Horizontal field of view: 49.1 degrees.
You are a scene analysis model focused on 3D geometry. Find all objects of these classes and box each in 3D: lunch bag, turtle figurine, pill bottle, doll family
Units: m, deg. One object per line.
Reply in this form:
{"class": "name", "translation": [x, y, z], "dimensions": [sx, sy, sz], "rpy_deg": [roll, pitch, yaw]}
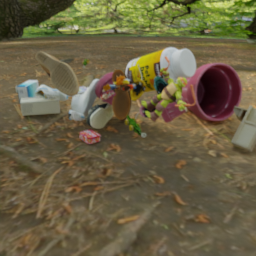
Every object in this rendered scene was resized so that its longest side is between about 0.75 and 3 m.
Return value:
{"class": "lunch bag", "translation": [-1.521, 0.350, 11.445], "dimensions": [0.722, 0.336, 0.820], "rpy_deg": [-14, 28, -39]}
{"class": "turtle figurine", "translation": [1.244, -1.126, 8.984], "dimensions": [0.702, 1.757, 2.179], "rpy_deg": [18, 39, -47]}
{"class": "pill bottle", "translation": [1.381, -2.488, 12.157], "dimensions": [2.934, 1.603, 1.603], "rpy_deg": [-5, 14, 46]}
{"class": "doll family", "translation": [-0.424, -1.376, 9.313], "dimensions": [1.331, 0.600, 0.826], "rpy_deg": [-19, 6, 22]}

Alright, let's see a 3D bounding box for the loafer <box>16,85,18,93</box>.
{"class": "loafer", "translation": [-6.915, -2.451, 17.610], "dimensions": [0.336, 0.335, 0.961], "rpy_deg": [-13, 27, -26]}

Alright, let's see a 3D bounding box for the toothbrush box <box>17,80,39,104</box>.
{"class": "toothbrush box", "translation": [-5.586, -2.016, 15.794], "dimensions": [0.603, 1.036, 1.415], "rpy_deg": [4, 25, 8]}

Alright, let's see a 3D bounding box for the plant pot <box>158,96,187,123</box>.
{"class": "plant pot", "translation": [1.578, -0.715, 9.823], "dimensions": [0.808, 0.902, 0.902], "rpy_deg": [-18, 19, 20]}

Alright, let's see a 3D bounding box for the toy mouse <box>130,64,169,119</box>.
{"class": "toy mouse", "translation": [1.055, -1.163, 11.121], "dimensions": [2.044, 2.300, 0.445], "rpy_deg": [17, 2, 19]}

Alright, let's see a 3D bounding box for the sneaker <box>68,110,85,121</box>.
{"class": "sneaker", "translation": [-2.164, -0.513, 11.984], "dimensions": [0.499, 0.432, 1.152], "rpy_deg": [6, -1, 13]}

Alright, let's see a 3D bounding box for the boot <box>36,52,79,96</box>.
{"class": "boot", "translation": [-2.486, -1.949, 11.568], "dimensions": [2.651, 0.959, 2.205], "rpy_deg": [46, 1, 23]}

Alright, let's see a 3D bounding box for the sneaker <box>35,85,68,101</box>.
{"class": "sneaker", "translation": [-3.706, -1.585, 13.604], "dimensions": [1.603, 0.613, 0.647], "rpy_deg": [14, 39, 11]}

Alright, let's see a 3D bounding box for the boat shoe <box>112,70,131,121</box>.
{"class": "boat shoe", "translation": [-0.243, -1.334, 11.918], "dimensions": [0.791, 2.246, 0.790], "rpy_deg": [-4, -18, 10]}

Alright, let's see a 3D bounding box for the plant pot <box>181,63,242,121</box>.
{"class": "plant pot", "translation": [3.666, -1.731, 13.666], "dimensions": [2.675, 2.675, 2.395], "rpy_deg": [-10, 11, -22]}

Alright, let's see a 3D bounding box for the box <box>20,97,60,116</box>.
{"class": "box", "translation": [-4.395, -1.116, 14.065], "dimensions": [1.829, 0.752, 0.625], "rpy_deg": [-4, 30, -15]}

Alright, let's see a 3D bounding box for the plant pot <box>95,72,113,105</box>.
{"class": "plant pot", "translation": [-0.566, -1.618, 12.999], "dimensions": [1.483, 1.483, 1.327], "rpy_deg": [-20, 53, -37]}

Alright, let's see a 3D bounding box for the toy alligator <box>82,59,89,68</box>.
{"class": "toy alligator", "translation": [-2.078, -3.156, 13.572], "dimensions": [0.281, 0.203, 0.847], "rpy_deg": [-15, 32, 14]}

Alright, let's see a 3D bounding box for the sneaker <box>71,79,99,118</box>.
{"class": "sneaker", "translation": [-2.102, -1.573, 13.414], "dimensions": [1.107, 1.916, 0.706], "rpy_deg": [28, 5, 28]}

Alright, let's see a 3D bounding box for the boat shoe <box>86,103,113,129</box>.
{"class": "boat shoe", "translation": [-1.406, -0.571, 12.788], "dimensions": [0.875, 0.929, 2.588], "rpy_deg": [4, 18, 13]}

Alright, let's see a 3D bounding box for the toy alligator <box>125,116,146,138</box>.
{"class": "toy alligator", "translation": [0.266, 0.023, 10.756], "dimensions": [0.435, 0.316, 1.313], "rpy_deg": [-14, 47, -25]}

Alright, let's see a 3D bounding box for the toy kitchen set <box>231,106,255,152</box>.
{"class": "toy kitchen set", "translation": [4.788, 0.121, 11.506], "dimensions": [1.532, 1.694, 1.878], "rpy_deg": [25, -6, 38]}

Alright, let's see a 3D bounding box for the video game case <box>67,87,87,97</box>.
{"class": "video game case", "translation": [-3.219, -2.285, 17.483], "dimensions": [1.568, 0.141, 1.123], "rpy_deg": [-17, 29, -34]}
